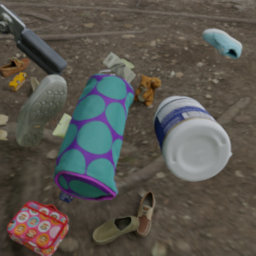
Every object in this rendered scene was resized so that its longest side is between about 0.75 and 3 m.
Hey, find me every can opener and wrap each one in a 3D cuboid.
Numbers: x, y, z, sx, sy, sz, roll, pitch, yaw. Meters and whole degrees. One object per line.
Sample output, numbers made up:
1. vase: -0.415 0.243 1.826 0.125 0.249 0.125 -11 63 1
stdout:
1. can opener: -3.231 -2.973 9.485 2.992 0.798 1.000 42 39 -3

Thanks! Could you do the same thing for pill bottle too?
1. pill bottle: 1.220 0.056 6.079 1.250 1.250 2.251 -1 22 -1

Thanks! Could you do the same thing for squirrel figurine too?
1. squirrel figurine: 0.826 -1.804 12.288 0.929 1.225 1.312 29 51 26

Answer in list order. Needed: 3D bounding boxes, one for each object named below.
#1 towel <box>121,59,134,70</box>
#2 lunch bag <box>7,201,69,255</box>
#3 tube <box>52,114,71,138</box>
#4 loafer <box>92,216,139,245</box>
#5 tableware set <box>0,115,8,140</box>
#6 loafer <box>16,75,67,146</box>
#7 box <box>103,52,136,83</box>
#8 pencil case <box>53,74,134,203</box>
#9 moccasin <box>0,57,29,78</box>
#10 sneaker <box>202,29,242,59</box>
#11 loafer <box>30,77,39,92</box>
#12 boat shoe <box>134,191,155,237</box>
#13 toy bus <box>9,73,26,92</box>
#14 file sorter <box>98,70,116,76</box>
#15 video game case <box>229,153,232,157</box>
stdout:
1. towel: -0.231 -3.242 14.520 0.750 0.184 1.011 -29 51 -28
2. lunch bag: -2.500 2.790 8.050 1.512 0.619 1.331 17 42 16
3. tube: -1.052 0.233 7.418 1.759 0.457 0.510 23 26 3
4. loafer: -0.395 2.818 7.930 1.414 0.477 0.538 -24 46 -3
5. tableware set: -5.528 0.033 11.068 1.444 0.201 1.729 -5 40 -15
6. loafer: -2.644 -0.561 8.148 0.998 2.855 0.996 4 51 -42
7. box: -0.331 -2.305 11.007 0.569 1.384 0.473 -51 49 6
8. pencil case: -0.631 0.136 6.063 1.235 1.341 2.901 -16 44 29
9. moccasin: -3.253 -1.796 8.034 0.362 0.382 0.989 30 46 25
10. sneaker: 2.476 -2.184 7.367 1.182 0.437 0.484 20 60 -8
11. loafer: -4.065 -1.709 12.697 0.532 0.600 1.578 -13 56 -15
12. boat shoe: 0.488 2.515 8.358 0.535 0.507 1.412 8 45 9
13. toy bus: -5.212 -2.200 13.285 0.338 0.406 1.037 10 45 12
14. file sorter: -0.700 -1.684 12.307 1.164 1.045 1.678 -5 44 -6
15. video game case: 2.970 0.927 10.259 1.108 0.139 1.217 -34 53 -30
